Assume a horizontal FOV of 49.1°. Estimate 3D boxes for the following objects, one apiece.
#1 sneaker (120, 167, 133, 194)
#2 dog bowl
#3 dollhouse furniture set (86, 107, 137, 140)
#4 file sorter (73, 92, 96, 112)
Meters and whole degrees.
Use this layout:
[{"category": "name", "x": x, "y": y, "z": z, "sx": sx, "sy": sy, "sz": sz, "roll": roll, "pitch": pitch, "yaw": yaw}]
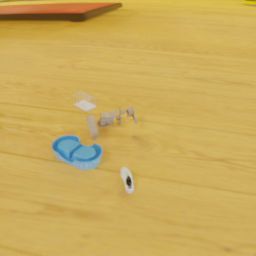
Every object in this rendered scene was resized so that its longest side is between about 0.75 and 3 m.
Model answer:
[{"category": "sneaker", "x": -0.006, "y": 1.653, "z": 9.229, "sx": 0.363, "sy": 0.352, "sz": 0.995, "roll": -6, "pitch": 45, "yaw": -16}, {"category": "dog bowl", "x": -1.892, "y": 0.927, "z": 10.371, "sx": 2.022, "sy": 0.501, "sz": 1.127, "roll": 18, "pitch": 37, "yaw": 26}, {"category": "dollhouse furniture set", "x": -0.715, "y": -0.155, "z": 11.864, "sx": 2.004, "sy": 1.039, "sz": 0.887, "roll": -14, "pitch": 75, "yaw": -20}, {"category": "file sorter", "x": -2.135, "y": -1.307, "z": 13.702, "sx": 0.955, "sy": 0.595, "sz": 0.663, "roll": 27, "pitch": 42, "yaw": 34}]
